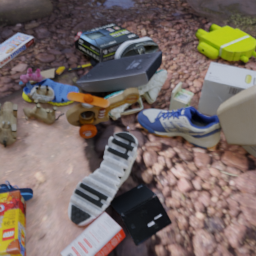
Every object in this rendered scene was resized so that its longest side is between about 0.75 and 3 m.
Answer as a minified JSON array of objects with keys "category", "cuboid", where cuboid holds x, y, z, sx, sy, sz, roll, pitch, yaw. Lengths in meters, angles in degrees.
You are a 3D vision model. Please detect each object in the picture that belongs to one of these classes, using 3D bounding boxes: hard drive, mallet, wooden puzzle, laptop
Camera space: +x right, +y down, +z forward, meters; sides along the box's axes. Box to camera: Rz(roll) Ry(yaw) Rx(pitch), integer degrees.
[{"category":"hard drive","cuboid":[-0.271,-2.035,10.362,2.893,0.612,1.951,-2,34,31]},{"category":"mallet","cuboid":[-1.938,-2.644,11.921,1.302,0.268,0.429,-13,48,-9]},{"category":"wooden puzzle","cuboid":[-3.384,-2.035,11.143,1.661,0.194,1.120,-10,31,4]},{"category":"laptop","cuboid":[0.303,2.246,7.466,1.135,0.661,1.280,-25,77,-21]}]

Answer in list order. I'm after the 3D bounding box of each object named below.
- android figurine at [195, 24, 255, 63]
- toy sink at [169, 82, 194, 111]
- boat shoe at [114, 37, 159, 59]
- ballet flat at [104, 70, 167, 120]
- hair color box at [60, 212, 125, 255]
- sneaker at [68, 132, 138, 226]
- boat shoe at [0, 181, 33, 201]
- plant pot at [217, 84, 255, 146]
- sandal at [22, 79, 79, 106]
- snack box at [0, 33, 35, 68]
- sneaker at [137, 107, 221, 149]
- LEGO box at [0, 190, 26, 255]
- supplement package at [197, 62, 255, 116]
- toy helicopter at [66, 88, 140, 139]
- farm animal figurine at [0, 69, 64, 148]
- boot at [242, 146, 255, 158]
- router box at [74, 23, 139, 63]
[{"category":"android figurine","cuboid":[4.540,-3.857,12.805,2.663,0.601,2.926,-27,52,-23]},{"category":"toy sink","cuboid":[1.873,-0.953,9.791,0.576,1.028,0.670,25,51,21]},{"category":"boat shoe","cuboid":[0.439,-3.365,12.170,0.822,0.835,2.317,33,53,32]},{"category":"ballet flat","cuboid":[0.394,-1.132,10.202,2.924,1.049,1.049,-30,54,-21]},{"category":"hair color box","cuboid":[-0.810,2.728,6.568,1.371,0.420,0.696,-38,44,-23]},{"category":"sneaker","cuboid":[-0.551,1.455,7.623,1.025,1.106,2.728,30,73,22]},{"category":"boat shoe","cuboid":[-3.385,1.723,7.539,1.618,0.681,0.555,-4,52,-6]},{"category":"plant pot","cuboid":[3.459,-0.291,8.142,1.367,1.544,1.542,-19,9,29]},{"category":"sandal","cuboid":[-2.891,-1.395,10.291,2.150,0.936,0.854,2,46,-1]},{"category":"snack box","cuboid":[-5.413,-3.506,12.666,0.919,0.311,2.557,19,50,17]},{"category":"sneaker","cuboid":[1.644,-0.297,9.062,2.765,1.219,1.041,14,50,15]},{"category":"LEGO box","cuboid":[-3.571,2.532,6.688,2.067,0.797,1.539,-10,48,-9]},{"category":"supplement package","cuboid":[3.566,-1.165,9.645,1.951,1.520,1.082,16,49,15]},{"category":"toy helicopter","cuboid":[-0.818,-0.720,8.746,2.436,1.611,0.961,-22,58,7]},{"category":"farm animal figurine","cuboid":[-3.597,-0.639,9.469,2.497,1.255,2.016,-34,78,-32]},{"category":"boot","cuboid":[4.804,0.504,8.167,2.895,1.384,1.065,28,53,26]},{"category":"router box","cuboid":[-0.931,-3.824,12.500,2.358,0.733,1.767,-31,55,-34]}]
